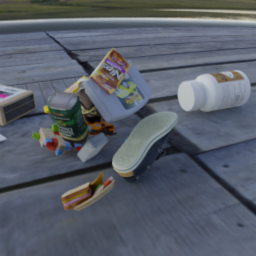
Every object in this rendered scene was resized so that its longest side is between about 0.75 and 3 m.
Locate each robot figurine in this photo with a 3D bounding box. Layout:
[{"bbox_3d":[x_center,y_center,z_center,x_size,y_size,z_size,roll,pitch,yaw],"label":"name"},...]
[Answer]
[{"bbox_3d":[-1.104,0.013,9.286,1.521,0.443,1.103,5,6,-37],"label":"robot figurine"}]

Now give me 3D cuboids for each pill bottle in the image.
[{"bbox_3d":[3.624,-1.528,11.966,2.760,1.578,1.578,-11,29,-20],"label":"pill bottle"}]

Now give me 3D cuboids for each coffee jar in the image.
[{"bbox_3d":[-1.605,-0.222,7.736,0.830,1.591,0.679,9,54,15],"label":"coffee jar"}]

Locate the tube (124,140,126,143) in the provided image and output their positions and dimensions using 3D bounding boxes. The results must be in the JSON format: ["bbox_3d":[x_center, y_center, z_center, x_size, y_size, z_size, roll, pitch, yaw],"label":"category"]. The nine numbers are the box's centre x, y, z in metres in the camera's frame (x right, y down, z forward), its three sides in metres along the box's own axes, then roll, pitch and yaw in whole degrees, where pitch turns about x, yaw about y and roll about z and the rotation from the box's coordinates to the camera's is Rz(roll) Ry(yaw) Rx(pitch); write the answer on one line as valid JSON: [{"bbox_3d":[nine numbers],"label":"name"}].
[{"bbox_3d":[0.060,0.660,9.120,0.210,0.322,0.832,3,25,-15],"label":"tube"}]

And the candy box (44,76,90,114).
[{"bbox_3d":[-2.029,-1.114,10.521,1.116,2.183,0.288,15,48,-56],"label":"candy box"}]

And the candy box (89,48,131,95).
[{"bbox_3d":[-0.474,-1.617,7.980,0.362,0.749,1.283,-31,25,47],"label":"candy box"}]

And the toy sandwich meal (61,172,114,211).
[{"bbox_3d":[-0.875,1.371,6.145,1.234,0.423,1.234,-32,1,1],"label":"toy sandwich meal"}]

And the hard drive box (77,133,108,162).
[{"bbox_3d":[-1.092,0.607,8.611,0.328,0.855,0.666,49,41,9],"label":"hard drive box"}]

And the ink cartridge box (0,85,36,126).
[{"bbox_3d":[-5.453,-1.049,11.818,2.341,0.879,1.929,12,29,20],"label":"ink cartridge box"}]

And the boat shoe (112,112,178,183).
[{"bbox_3d":[0.579,0.473,8.212,1.039,0.867,2.786,12,46,36],"label":"boat shoe"}]

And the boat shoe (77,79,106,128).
[{"bbox_3d":[-1.194,-0.685,9.475,0.938,2.611,0.777,9,66,7],"label":"boat shoe"}]

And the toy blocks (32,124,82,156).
[{"bbox_3d":[-2.189,0.468,8.988,1.484,0.742,1.015,5,31,-36],"label":"toy blocks"}]

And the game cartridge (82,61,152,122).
[{"bbox_3d":[-0.182,-1.111,8.493,0.459,1.495,2.246,-27,8,45],"label":"game cartridge"}]

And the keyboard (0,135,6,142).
[{"bbox_3d":[-5.267,0.155,10.324,2.121,0.113,0.597,23,35,36],"label":"keyboard"}]
